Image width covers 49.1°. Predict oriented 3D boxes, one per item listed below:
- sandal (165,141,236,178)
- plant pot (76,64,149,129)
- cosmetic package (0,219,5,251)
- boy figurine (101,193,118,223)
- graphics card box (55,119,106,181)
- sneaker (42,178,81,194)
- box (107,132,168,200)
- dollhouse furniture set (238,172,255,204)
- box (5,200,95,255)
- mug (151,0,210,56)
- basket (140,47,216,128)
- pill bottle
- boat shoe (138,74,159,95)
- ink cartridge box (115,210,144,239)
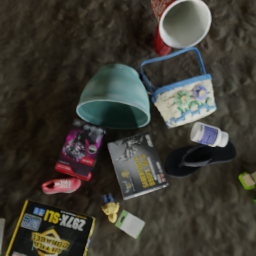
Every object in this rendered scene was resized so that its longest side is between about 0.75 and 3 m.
[{"bbox_3d":[2.724,1.053,10.658,2.875,0.616,1.093,-18,70,-7],"label":"sandal"},{"bbox_3d":[-0.454,-1.233,10.429,2.647,2.647,1.773,6,71,2],"label":"plant pot"},{"bbox_3d":[-5.878,3.754,9.528,2.952,0.747,1.218,-2,69,-1],"label":"cosmetic package"},{"bbox_3d":[-0.621,2.882,10.097,0.629,0.326,1.011,-13,71,-21],"label":"boy figurine"},{"bbox_3d":[-1.784,0.815,10.791,1.336,0.542,2.130,16,69,7],"label":"graphics card box"},{"bbox_3d":[-2.450,2.127,10.226,1.431,0.621,0.528,-9,69,-6],"label":"sneaker"},{"bbox_3d":[0.330,1.398,10.569,1.717,0.524,2.168,-16,69,-7],"label":"box"},{"bbox_3d":[5.283,1.795,10.171,1.946,0.976,1.275,-24,70,-9],"label":"dollhouse furniture set"},{"bbox_3d":[-2.588,3.767,9.589,2.514,0.620,2.008,14,69,5],"label":"box"},{"bbox_3d":[1.761,-4.793,11.966,2.658,1.998,2.995,-32,39,20],"label":"mug"},{"bbox_3d":[2.056,-1.603,10.961,2.501,1.973,2.836,-21,80,-8],"label":"basket"},{"bbox_3d":[3.061,0.292,10.559,1.228,0.735,0.735,16,69,-2],"label":"pill bottle"},{"bbox_3d":[0.759,-1.848,11.818,1.271,0.589,0.474,23,70,9],"label":"boat shoe"},{"bbox_3d":[0.062,3.420,9.946,0.867,0.208,0.631,28,71,11],"label":"ink cartridge box"}]
